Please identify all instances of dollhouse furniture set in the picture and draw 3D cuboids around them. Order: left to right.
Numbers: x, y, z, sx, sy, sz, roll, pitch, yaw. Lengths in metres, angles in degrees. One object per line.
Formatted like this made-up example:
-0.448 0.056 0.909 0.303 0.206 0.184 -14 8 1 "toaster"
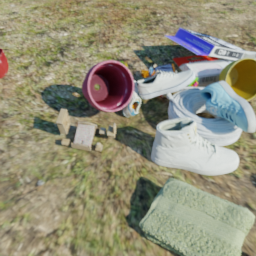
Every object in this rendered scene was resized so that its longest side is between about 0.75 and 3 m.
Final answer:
-1.448 0.139 9.586 1.929 0.854 1.000 10 62 4 "dollhouse furniture set"

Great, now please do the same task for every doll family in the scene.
1.360 -2.341 12.442 1.487 1.079 2.396 -13 41 4 "doll family"

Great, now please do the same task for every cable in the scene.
2.910 -0.472 10.480 2.860 0.990 2.860 -2 41 -5 "cable"

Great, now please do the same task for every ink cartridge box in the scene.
3.632 -4.057 13.450 2.828 0.614 2.802 -2 33 -30 "ink cartridge box"
3.815 -3.144 13.788 2.436 0.855 2.998 -9 46 -10 "ink cartridge box"

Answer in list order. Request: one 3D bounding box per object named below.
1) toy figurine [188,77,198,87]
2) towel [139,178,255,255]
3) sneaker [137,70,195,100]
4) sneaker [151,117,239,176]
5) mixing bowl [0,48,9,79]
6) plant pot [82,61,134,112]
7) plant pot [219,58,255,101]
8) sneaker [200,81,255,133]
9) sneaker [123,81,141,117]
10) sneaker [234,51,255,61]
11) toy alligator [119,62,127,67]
3.075 -1.615 12.136 0.689 0.918 0.845 -45 74 -3 "toy figurine"
1.685 2.386 7.077 2.475 0.452 1.836 19 61 29 "towel"
1.393 -1.769 10.574 2.237 0.792 0.817 -20 34 11 "sneaker"
2.203 0.541 8.814 2.846 1.644 1.048 5 39 3 "sneaker"
-6.245 -2.798 13.018 1.705 0.924 1.705 -16 44 16 "mixing bowl"
-0.936 -1.518 10.528 1.826 1.826 1.635 -23 15 -24 "plant pot"
4.642 -2.115 12.028 1.794 1.794 1.273 -10 19 -11 "plant pot"
3.210 -0.611 9.358 1.081 0.976 2.639 -18 35 0 "sneaker"
0.236 -1.173 11.093 0.611 0.579 1.514 -10 68 47 "sneaker"
5.921 -3.592 14.371 2.104 0.804 0.847 9 29 6 "sneaker"
-0.348 -2.969 13.500 0.493 0.357 1.487 -10 23 9 "toy alligator"
